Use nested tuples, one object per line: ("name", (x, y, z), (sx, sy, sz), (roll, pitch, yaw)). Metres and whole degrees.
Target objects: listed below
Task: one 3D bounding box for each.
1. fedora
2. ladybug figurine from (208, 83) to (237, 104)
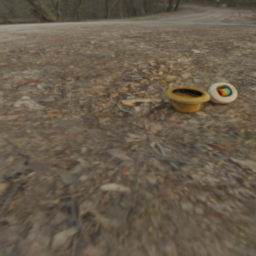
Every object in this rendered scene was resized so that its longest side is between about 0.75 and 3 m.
("fedora", (2.310, -1.082, 11.151), (1.807, 0.737, 1.807), (0, 25, 0))
("ladybug figurine", (3.969, -1.428, 11.889), (1.458, 0.525, 0.990), (-10, 66, -24))
